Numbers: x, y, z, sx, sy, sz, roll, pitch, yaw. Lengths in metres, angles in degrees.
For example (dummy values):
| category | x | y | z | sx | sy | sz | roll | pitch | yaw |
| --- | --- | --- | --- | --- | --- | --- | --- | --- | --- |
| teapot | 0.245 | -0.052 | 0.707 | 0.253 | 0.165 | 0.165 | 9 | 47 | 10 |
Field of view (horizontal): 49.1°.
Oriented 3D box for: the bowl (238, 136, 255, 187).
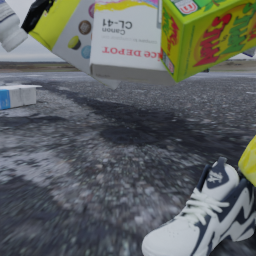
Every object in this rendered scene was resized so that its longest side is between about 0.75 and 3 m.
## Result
| category | x | y | z | sx | sy | sz | roll | pitch | yaw |
| --- | --- | --- | --- | --- | --- | --- | --- | --- | --- |
| bowl | 2.497 | 0.227 | 2.481 | 2.551 | 1.373 | 2.551 | 17 | 13 | -4 |

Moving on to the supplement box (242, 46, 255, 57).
| category | x | y | z | sx | sy | sz | roll | pitch | yaw |
| --- | --- | --- | --- | --- | --- | --- | --- | --- | --- |
| supplement box | 3.635 | -3.046 | 8.177 | 0.893 | 0.874 | 1.728 | 32 | -14 | 22 |

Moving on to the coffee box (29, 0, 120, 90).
| category | x | y | z | sx | sy | sz | roll | pitch | yaw |
| --- | --- | --- | --- | --- | --- | --- | --- | --- | --- |
| coffee box | -1.343 | -3.521 | 9.660 | 2.809 | 2.836 | 2.840 | 26 | 10 | -45 |

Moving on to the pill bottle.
| category | x | y | z | sx | sy | sz | roll | pitch | yaw |
| --- | --- | --- | --- | --- | --- | --- | --- | --- | --- |
| pill bottle | -3.129 | -2.598 | 6.533 | 0.871 | 1.570 | 0.871 | -33 | 23 | 16 |

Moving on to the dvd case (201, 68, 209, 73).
| category | x | y | z | sx | sy | sz | roll | pitch | yaw |
| --- | --- | --- | --- | --- | --- | --- | --- | --- | --- |
| dvd case | 0.867 | -2.107 | 7.908 | 2.811 | 0.309 | 2.052 | 5 | -10 | 17 |

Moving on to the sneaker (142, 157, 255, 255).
| category | x | y | z | sx | sy | sz | roll | pitch | yaw |
| --- | --- | --- | --- | --- | --- | --- | --- | --- | --- |
| sneaker | 0.745 | 0.741 | 2.748 | 1.371 | 0.892 | 0.547 | -6 | 14 | -22 |

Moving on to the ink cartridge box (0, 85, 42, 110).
| category | x | y | z | sx | sy | sz | roll | pitch | yaw |
| --- | --- | --- | --- | --- | --- | --- | --- | --- | --- |
| ink cartridge box | -4.669 | -1.292 | 11.359 | 1.268 | 0.741 | 2.186 | 7 | 16 | 27 |

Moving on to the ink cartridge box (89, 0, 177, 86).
| category | x | y | z | sx | sy | sz | roll | pitch | yaw |
| --- | --- | --- | --- | --- | --- | --- | --- | --- | --- |
| ink cartridge box | 0.325 | -2.517 | 6.106 | 2.108 | 2.856 | 1.223 | 4 | -4 | -6 |

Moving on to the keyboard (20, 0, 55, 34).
| category | x | y | z | sx | sy | sz | roll | pitch | yaw |
| --- | --- | --- | --- | --- | --- | --- | --- | --- | --- |
| keyboard | -2.337 | -2.941 | 7.202 | 1.286 | 0.208 | 2.024 | -52 | 21 | -26 |

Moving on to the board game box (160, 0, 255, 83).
| category | x | y | z | sx | sy | sz | roll | pitch | yaw |
| --- | --- | --- | --- | --- | --- | --- | --- | --- | --- |
| board game box | 1.962 | -1.990 | 4.853 | 2.849 | 0.678 | 1.447 | -26 | -25 | -7 |
